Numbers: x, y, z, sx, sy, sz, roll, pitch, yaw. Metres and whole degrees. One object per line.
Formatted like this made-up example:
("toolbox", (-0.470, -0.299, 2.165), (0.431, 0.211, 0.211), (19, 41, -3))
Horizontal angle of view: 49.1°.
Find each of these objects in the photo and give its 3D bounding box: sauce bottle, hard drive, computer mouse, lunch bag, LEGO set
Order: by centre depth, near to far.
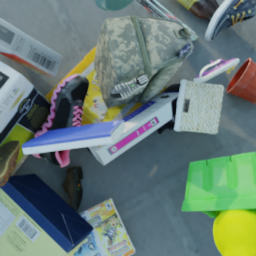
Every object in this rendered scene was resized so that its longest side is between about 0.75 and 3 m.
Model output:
("hard drive", (-1.129, 0.187, 6.165), (1.930, 1.273, 0.245), (-8, 102, 13))
("lunch bag", (0.328, -1.655, 7.205), (2.025, 2.415, 1.683), (-13, 76, -15))
("LEGO set", (2.666, -1.666, 7.557), (0.282, 0.759, 0.349), (26, 104, 0))
("computer mouse", (1.151, -0.652, 8.109), (0.411, 1.078, 1.557), (21, 69, -14))
("sauce bottle", (2.146, -4.081, 8.808), (2.585, 0.853, 0.853), (39, 81, -2))

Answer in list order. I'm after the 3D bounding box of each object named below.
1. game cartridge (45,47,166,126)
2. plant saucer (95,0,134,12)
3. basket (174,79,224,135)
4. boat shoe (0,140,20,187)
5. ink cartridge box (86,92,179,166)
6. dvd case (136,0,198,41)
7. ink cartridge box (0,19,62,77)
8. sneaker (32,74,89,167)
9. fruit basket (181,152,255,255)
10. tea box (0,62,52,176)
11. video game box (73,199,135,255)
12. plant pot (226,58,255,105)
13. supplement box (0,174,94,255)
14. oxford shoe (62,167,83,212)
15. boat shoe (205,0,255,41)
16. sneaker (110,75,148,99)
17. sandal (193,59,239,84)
("game cartridge", (-0.604, -1.096, 8.423), (2.493, 0.459, 2.828), (41, 81, 6))
("plant saucer", (-0.204, -3.446, 7.193), (1.343, 1.343, 0.241), (-28, 79, -5))
("basket", (1.862, -0.502, 7.493), (1.082, 1.345, 1.333), (8, 92, 12))
("boat shoe", (-2.658, 0.748, 6.101), (0.441, 0.414, 1.224), (-6, 36, 4))
("ink cartridge box", (0.194, -0.078, 7.407), (2.738, 1.296, 0.508), (-36, 106, -13))
("dvd case", (1.210, -3.297, 8.441), (1.928, 1.407, 0.212), (44, 119, 7))
("ink cartridge box", (-3.343, -2.136, 7.197), (2.695, 2.185, 0.676), (13, 82, 41))
("sneaker", (-1.526, -0.109, 7.325), (1.229, 1.018, 2.577), (33, 103, 24))
("fruit basket", (2.715, 1.980, 6.450), (2.871, 2.071, 2.871), (-10, 74, 38))
("tea box", (-3.674, -0.074, 6.932), (1.987, 2.925, 2.974), (32, 79, 10))
("video game box", (-0.909, 3.028, 7.644), (1.719, 0.402, 1.566), (-26, 82, -4))
("plant pot", (3.661, -1.229, 8.131), (1.117, 1.149, 1.149), (32, 80, 2))
("supplement box", (-2.575, 2.758, 6.838), (2.312, 1.552, 2.309), (39, 91, 12))
("oxford shoe", (-1.590, 1.750, 7.922), (0.540, 0.465, 1.280), (-4, 75, 15))
("boat shoe", (3.101, -3.262, 8.145), (0.899, 0.700, 1.979), (35, 90, 17))
("sneaker", (0.034, -0.750, 5.787), (0.832, 0.481, 0.312), (-24, 75, -3))
("sandal", (1.833, -1.294, 6.197), (0.575, 1.414, 0.347), (-31, 94, -20))
